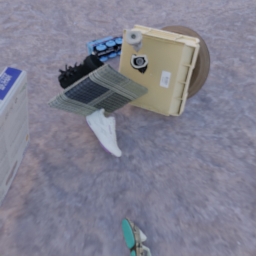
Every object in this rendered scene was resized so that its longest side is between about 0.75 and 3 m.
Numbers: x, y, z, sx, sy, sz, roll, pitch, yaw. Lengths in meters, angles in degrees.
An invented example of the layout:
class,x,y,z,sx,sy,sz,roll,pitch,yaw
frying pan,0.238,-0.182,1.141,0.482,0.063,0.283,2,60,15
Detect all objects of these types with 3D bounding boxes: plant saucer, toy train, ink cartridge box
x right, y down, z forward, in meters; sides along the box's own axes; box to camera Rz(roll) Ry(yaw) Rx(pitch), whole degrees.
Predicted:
class,x,y,z,sx,sy,sz,roll,pitch,yaw
plant saucer,1.496,-2.221,9.893,2.704,2.704,0.398,25,20,22
toy train,-0.909,-3.575,12.411,1.785,0.774,1.020,-26,46,-23
ink cartridge box,-3.098,0.463,6.650,0.604,2.791,2.741,14,46,-6

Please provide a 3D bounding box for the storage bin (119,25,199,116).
class,x,y,z,sx,sy,sz,roll,pitch,yaw
storage bin,0.929,-1.886,9.261,2.391,2.408,1.129,19,29,18

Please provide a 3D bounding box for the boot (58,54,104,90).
class,x,y,z,sx,sy,sz,roll,pitch,yaw
boot,-1.223,-1.443,9.057,1.521,1.856,0.687,-25,43,30

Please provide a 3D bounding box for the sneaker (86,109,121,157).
class,x,y,z,sx,sy,sz,roll,pitch,yaw
sneaker,-0.610,0.133,8.568,0.803,0.603,1.612,-35,83,0

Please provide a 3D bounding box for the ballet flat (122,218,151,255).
class,x,y,z,sx,sy,sz,roll,pitch,yaw
ballet flat,0.239,2.843,6.612,0.546,0.492,1.449,6,48,-26

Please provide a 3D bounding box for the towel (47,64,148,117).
class,x,y,z,sx,sy,sz,roll,pitch,yaw
towel,-0.819,-0.981,8.360,2.220,2.305,0.398,-28,67,24

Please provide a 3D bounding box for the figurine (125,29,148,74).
class,x,y,z,sx,sy,sz,roll,pitch,yaw
figurine,0.274,-2.116,7.917,0.480,1.088,1.115,-13,89,7
